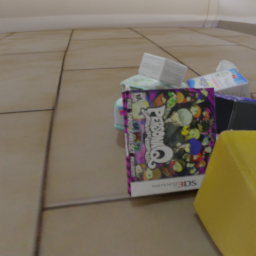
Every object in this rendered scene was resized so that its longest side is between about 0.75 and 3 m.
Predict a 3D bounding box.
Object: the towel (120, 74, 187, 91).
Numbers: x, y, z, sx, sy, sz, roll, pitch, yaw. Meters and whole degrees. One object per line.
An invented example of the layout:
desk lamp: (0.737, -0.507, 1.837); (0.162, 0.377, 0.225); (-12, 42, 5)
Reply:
towel: (1.282, -2.182, 14.587); (2.777, 0.669, 2.377); (25, 38, 37)

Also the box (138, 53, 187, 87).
box: (1.645, -2.769, 13.462); (1.606, 1.049, 1.597); (8, 16, -41)

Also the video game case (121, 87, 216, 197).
video game case: (1.168, 0.330, 7.626); (2.548, 2.811, 0.503); (-3, 3, -13)

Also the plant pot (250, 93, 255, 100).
plant pot: (5.552, -1.220, 12.857); (0.697, 0.799, 0.799); (8, 23, -28)

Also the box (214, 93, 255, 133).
box: (3.992, -0.488, 9.941); (2.954, 1.165, 2.085); (3, 17, -26)

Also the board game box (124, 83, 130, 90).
board game box: (-0.019, -1.597, 13.060); (0.175, 0.640, 1.014); (-3, 36, -9)

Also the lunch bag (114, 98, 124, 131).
lunch bag: (0.710, -0.547, 10.574); (2.282, 1.097, 2.845); (4, 14, 6)

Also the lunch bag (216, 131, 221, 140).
lunch bag: (3.067, 0.667, 9.109); (2.424, 0.916, 1.942); (18, 32, 28)

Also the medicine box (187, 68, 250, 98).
medicine box: (3.905, -1.547, 12.348); (2.250, 1.158, 2.049); (-13, 27, 10)

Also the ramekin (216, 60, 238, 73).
ramekin: (5.608, -3.207, 15.974); (1.237, 0.576, 1.237); (12, 54, -17)

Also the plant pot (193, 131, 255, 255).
plant pot: (3.083, 1.736, 5.621); (2.539, 2.538, 2.239); (0, 39, -7)
